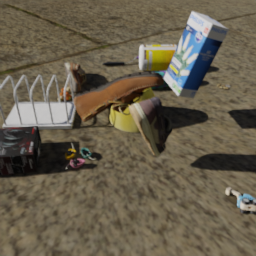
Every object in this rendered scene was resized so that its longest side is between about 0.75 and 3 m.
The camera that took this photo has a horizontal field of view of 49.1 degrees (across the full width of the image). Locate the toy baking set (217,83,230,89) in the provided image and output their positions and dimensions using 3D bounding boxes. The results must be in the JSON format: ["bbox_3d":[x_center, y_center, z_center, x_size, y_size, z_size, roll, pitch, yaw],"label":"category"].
[{"bbox_3d":[4.739,-2.064,13.897,0.547,0.083,0.713,24,42,26],"label":"toy baking set"}]

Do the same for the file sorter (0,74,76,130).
[{"bbox_3d":[-3.568,-1.108,11.202,2.644,1.647,1.835,-1,35,-1],"label":"file sorter"}]

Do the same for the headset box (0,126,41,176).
[{"bbox_3d":[-4.081,0.753,9.279,2.137,0.825,1.590,-4,36,-8],"label":"headset box"}]

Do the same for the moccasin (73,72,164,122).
[{"bbox_3d":[-0.258,-0.787,7.464,2.605,1.005,0.953,-19,3,18],"label":"moccasin"}]

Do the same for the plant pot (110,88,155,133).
[{"bbox_3d":[0.279,-1.016,11.199,2.087,1.482,2.087,0,35,0],"label":"plant pot"}]

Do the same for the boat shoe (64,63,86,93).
[{"bbox_3d":[-2.552,-2.604,13.896,0.951,1.003,2.648,-8,38,-15],"label":"boat shoe"}]

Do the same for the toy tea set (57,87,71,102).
[{"bbox_3d":[-2.881,-1.527,13.006,0.606,0.377,1.020,-24,35,18],"label":"toy tea set"}]

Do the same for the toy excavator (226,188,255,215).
[{"bbox_3d":[3.227,2.025,7.953,0.782,0.401,0.804,5,22,8],"label":"toy excavator"}]

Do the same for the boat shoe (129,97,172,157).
[{"bbox_3d":[0.570,0.015,5.568,0.627,1.934,0.696,-26,59,5],"label":"boat shoe"}]

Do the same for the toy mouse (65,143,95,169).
[{"bbox_3d":[-1.595,1.033,9.389,1.090,0.237,1.226,7,36,10],"label":"toy mouse"}]

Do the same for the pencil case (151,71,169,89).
[{"bbox_3d":[1.810,-2.476,13.789,2.000,0.851,0.924,-10,59,-15],"label":"pencil case"}]

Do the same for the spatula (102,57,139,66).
[{"bbox_3d":[-0.020,-3.838,16.115,2.952,0.303,0.834,-11,10,-9],"label":"spatula"}]

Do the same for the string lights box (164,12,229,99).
[{"bbox_3d":[2.305,-2.525,9.908,0.773,2.620,1.346,4,35,-25],"label":"string lights box"}]

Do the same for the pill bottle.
[{"bbox_3d":[1.872,-3.803,15.210,2.504,1.368,1.368,0,35,-1],"label":"pill bottle"}]
